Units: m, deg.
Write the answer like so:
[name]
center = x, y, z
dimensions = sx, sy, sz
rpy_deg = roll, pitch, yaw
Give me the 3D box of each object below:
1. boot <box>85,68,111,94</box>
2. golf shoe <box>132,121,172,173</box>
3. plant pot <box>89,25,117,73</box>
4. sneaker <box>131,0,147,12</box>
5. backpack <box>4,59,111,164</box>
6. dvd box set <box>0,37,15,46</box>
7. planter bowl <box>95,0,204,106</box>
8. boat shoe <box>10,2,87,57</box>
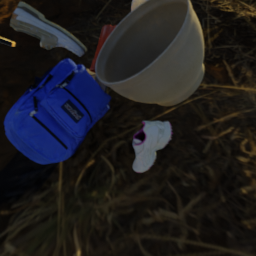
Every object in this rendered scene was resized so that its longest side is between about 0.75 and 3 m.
[boot]
center = -1.360, -1.431, 9.972
dimensions = 1.349, 0.715, 2.050
rpy_deg = 14, 51, 9
[golf shoe]
center = 0.313, 0.364, 5.628
dimensions = 0.653, 1.428, 0.538
rpy_deg = 13, 39, -19
[plant pot]
center = -0.346, -1.996, 7.431
dimensions = 1.218, 1.185, 1.218
rpy_deg = 10, 2, 0
[sneaker]
center = 0.577, -3.361, 8.390
dimensions = 0.710, 2.007, 0.996
rpy_deg = -14, 61, 20
[backpack]
center = -1.504, -0.305, 5.854
dimensions = 1.630, 1.683, 2.006
rpy_deg = 46, 62, -16
[dvd box set]
center = -4.449, -3.087, 9.907
dimensions = 0.785, 0.158, 1.073
rpy_deg = 17, 10, -20
[planter bowl]
center = 0.674, -1.459, 6.131
dimensions = 2.369, 1.594, 2.369
rpy_deg = -28, 42, 28
[boat shoe]
center = -1.824, -2.104, 6.468
dimensions = 1.753, 0.655, 0.600
rpy_deg = 30, 88, -15
